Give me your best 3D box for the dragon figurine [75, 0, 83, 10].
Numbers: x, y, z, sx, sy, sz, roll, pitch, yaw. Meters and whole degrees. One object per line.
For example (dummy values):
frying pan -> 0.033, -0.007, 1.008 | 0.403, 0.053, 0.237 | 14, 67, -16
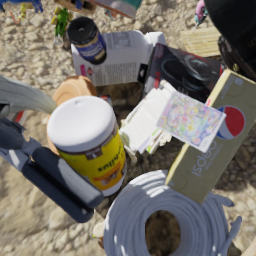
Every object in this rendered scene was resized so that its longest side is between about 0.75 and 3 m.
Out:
dragon figurine -> -1.169, -2.747, 5.658 | 0.753, 0.221, 0.374 | 40, 51, -23

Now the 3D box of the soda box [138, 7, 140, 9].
soda box -> 0.172, -4.474, 8.321 | 0.632, 0.598, 1.867 | 10, 62, -8

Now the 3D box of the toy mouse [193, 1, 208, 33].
toy mouse -> 1.879, -2.968, 7.101 | 0.243, 1.254, 1.115 | 35, 113, 9

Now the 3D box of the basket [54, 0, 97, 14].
basket -> -1.460, -4.241, 8.170 | 1.107, 1.060, 1.485 | 28, 101, 41

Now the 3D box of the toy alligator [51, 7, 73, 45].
toy alligator -> -2.520, -3.758, 10.343 | 0.642, 0.465, 1.936 | 21, 61, -26

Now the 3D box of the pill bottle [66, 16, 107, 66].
pill bottle -> -0.889, -1.946, 6.481 | 0.684, 1.224, 0.684 | -3, 77, 11

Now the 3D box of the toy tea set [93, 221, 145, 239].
toy tea set -> -0.075, 2.696, 7.317 | 1.593, 0.590, 0.947 | -28, 38, -9

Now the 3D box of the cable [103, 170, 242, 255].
cable -> 0.877, 2.482, 6.592 | 2.975, 1.030, 2.974 | 33, 73, -6

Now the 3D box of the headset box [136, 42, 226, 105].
headset box -> 1.156, -0.989, 6.464 | 1.960, 0.757, 1.459 | 17, 66, -7

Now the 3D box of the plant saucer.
plant saucer -> -1.666, -0.266, 7.753 | 0.393, 2.433, 2.433 | 9, 56, -41

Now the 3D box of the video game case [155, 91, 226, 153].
video game case -> 0.814, -0.094, 3.747 | 0.779, 0.070, 0.558 | 29, 97, 22

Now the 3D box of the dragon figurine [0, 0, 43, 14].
dragon figurine -> -2.538, -2.980, 5.744 | 0.861, 1.733, 0.510 | -42, 27, -2

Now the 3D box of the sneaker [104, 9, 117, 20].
sneaker -> -0.597, -3.622, 8.688 | 0.372, 0.932, 0.332 | 24, 94, 5

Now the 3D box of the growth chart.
growth chart -> 0.430, -0.099, 5.388 | 1.658, 0.147, 1.200 | -43, 51, 24

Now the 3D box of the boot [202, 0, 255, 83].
boot -> 2.424, -2.084, 6.449 | 1.027, 2.582, 2.966 | -31, 97, 12

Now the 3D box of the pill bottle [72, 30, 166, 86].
pill bottle -> -0.265, -2.238, 8.982 | 2.826, 1.602, 1.602 | -7, 65, -3

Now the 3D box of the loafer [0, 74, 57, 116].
loafer -> -2.185, -0.539, 4.930 | 0.734, 2.100, 0.733 | 14, 85, 41

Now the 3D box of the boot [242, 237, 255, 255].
boot -> 2.323, 2.074, 4.271 | 0.906, 0.394, 1.089 | 43, 92, 17

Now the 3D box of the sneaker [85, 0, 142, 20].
sneaker -> -0.635, -3.225, 6.197 | 2.177, 0.777, 0.870 | 28, 101, 9

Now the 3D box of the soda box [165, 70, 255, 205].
soda box -> 1.500, 0.170, 4.937 | 0.762, 0.720, 2.249 | 27, 107, 4

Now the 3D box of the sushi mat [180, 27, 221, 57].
sushi mat -> 3.429, -3.213, 10.243 | 2.877, 0.174, 1.376 | -10, 64, -5

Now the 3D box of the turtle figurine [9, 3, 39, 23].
turtle figurine -> -2.423, -3.146, 6.810 | 0.378, 1.173, 0.946 | 18, 28, 8

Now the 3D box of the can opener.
can opener -> -1.538, 0.643, 4.547 | 2.415, 0.807, 0.644 | 35, 100, 16

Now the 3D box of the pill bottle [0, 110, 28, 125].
pill bottle -> -3.097, -0.604, 5.614 | 1.106, 1.909, 1.106 | -22, 45, 24

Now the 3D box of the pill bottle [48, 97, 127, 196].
pill bottle -> -0.672, 0.499, 5.490 | 1.175, 2.151, 1.175 | -5, 51, 6

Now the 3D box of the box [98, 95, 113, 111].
box -> -0.581, 0.027, 7.740 | 0.327, 1.882, 1.036 | -8, 64, -7
